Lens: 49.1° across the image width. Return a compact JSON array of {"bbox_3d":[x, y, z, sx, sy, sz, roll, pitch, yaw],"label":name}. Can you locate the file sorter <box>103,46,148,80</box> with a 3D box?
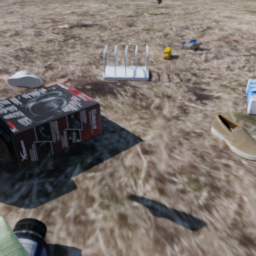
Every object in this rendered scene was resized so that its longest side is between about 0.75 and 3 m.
[{"bbox_3d":[-0.091,-3.021,12.792,2.028,1.262,1.407,1,31,2],"label":"file sorter"}]

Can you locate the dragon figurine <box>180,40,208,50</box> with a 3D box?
[{"bbox_3d":[3.922,-4.956,16.655,1.685,0.496,0.838,-12,34,-17],"label":"dragon figurine"}]

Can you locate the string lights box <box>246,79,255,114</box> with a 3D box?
[{"bbox_3d":[4.963,-1.124,10.332,1.007,0.578,1.960,9,33,15],"label":"string lights box"}]

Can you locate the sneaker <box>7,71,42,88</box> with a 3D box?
[{"bbox_3d":[-4.307,-2.160,12.056,1.513,0.557,0.874,4,35,9],"label":"sneaker"}]

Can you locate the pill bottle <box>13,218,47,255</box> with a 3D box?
[{"bbox_3d":[-1.795,2.250,4.661,0.784,0.784,1.402,-1,31,-1],"label":"pill bottle"}]

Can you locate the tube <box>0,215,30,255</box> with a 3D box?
[{"bbox_3d":[-1.333,2.268,3.672,0.699,0.782,2.694,-33,73,-34],"label":"tube"}]

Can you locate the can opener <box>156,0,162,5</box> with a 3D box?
[{"bbox_3d":[0.912,-4.170,8.919,0.328,0.262,0.981,-25,2,7],"label":"can opener"}]

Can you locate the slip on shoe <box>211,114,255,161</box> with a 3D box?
[{"bbox_3d":[3.206,0.233,8.122,0.741,0.590,1.949,-13,34,-21],"label":"slip on shoe"}]

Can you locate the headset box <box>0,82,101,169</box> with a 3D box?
[{"bbox_3d":[-2.402,-0.301,8.462,2.961,1.143,2.203,-25,39,-36],"label":"headset box"}]

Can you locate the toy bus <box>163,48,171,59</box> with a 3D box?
[{"bbox_3d":[2.137,-4.055,15.285,0.328,0.394,1.007,9,33,14],"label":"toy bus"}]
